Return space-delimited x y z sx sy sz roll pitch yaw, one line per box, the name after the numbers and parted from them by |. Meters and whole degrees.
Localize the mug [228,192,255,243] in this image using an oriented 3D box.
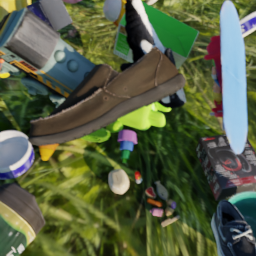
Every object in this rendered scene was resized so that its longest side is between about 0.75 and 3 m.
2.547 2.322 5.883 1.398 1.052 1.702 19 61 21 | mug

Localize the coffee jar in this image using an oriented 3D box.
-2.904 2.472 5.532 1.186 1.450 2.780 29 56 13 | coffee jar

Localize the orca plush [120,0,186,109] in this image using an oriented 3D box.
0.253 -1.467 5.736 0.938 2.638 1.388 -28 28 -4 | orca plush

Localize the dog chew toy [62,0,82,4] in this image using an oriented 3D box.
-1.895 -4.219 7.453 1.362 1.362 2.188 -33 77 -25 | dog chew toy

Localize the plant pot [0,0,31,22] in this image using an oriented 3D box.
-3.041 -3.284 6.957 1.245 1.171 1.245 2 85 -24 | plant pot

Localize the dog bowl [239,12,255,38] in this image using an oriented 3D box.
3.453 -2.968 8.252 0.981 0.981 0.386 -30 90 -23 | dog bowl

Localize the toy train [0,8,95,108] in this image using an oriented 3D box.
-1.646 -1.306 6.127 1.677 2.942 1.254 6 68 49 | toy train

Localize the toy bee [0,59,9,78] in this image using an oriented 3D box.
-2.571 -1.113 5.258 0.519 0.955 0.625 -1 25 33 | toy bee

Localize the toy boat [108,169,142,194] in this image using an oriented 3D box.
-0.069 1.376 7.236 0.861 0.400 0.724 -14 46 -2 | toy boat

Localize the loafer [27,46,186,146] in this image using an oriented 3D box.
-0.469 -0.580 5.081 2.973 1.085 1.061 -25 92 -10 | loafer

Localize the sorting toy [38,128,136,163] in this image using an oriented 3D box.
-1.271 0.511 7.775 2.977 1.032 1.025 6 72 7 | sorting toy

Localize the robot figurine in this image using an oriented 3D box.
0.024 -0.791 8.372 2.416 1.398 2.120 20 83 15 | robot figurine

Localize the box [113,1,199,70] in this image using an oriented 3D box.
0.676 -2.352 7.747 1.906 1.682 0.922 27 75 -3 | box

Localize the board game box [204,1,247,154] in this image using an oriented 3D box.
1.876 -0.940 5.602 0.568 2.306 2.919 -3 87 32 | board game box

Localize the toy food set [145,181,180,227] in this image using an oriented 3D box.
0.781 1.836 6.929 0.694 0.172 1.092 -22 53 -18 | toy food set

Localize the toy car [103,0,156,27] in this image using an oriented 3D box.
-0.011 -4.131 9.012 1.629 1.861 1.396 5 22 -29 | toy car

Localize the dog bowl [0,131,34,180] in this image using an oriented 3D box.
-3.287 0.732 7.655 1.309 0.516 1.309 0 49 0 | dog bowl

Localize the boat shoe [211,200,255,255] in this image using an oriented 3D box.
1.735 1.748 4.461 0.584 0.552 1.628 6 19 3 | boat shoe

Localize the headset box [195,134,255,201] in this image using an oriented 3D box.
2.699 1.030 7.295 1.315 0.663 1.769 -8 50 -7 | headset box

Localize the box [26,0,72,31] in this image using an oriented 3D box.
-1.725 -2.477 6.101 0.467 0.663 0.896 -39 31 -22 | box
